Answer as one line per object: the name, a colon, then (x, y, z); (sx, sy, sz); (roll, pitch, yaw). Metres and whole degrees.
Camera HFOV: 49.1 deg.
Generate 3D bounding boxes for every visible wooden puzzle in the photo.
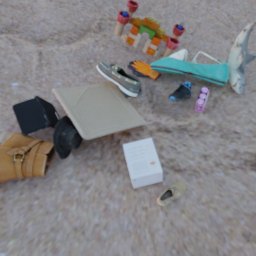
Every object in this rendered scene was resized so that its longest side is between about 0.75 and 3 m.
wooden puzzle: (-0.954, -0.620, 9.348); (2.544, 0.474, 2.353); (-11, 50, -36)

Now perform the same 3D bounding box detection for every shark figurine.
shark figurine: (4.425, -2.885, 10.317); (1.218, 2.918, 1.744); (1, 33, -19)

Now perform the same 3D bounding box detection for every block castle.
block castle: (0.892, -4.047, 11.274); (2.650, 1.243, 1.771); (27, 46, -2)

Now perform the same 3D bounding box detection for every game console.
game console: (-2.952, -0.302, 9.322); (0.820, 1.240, 1.410); (-40, 58, 10)

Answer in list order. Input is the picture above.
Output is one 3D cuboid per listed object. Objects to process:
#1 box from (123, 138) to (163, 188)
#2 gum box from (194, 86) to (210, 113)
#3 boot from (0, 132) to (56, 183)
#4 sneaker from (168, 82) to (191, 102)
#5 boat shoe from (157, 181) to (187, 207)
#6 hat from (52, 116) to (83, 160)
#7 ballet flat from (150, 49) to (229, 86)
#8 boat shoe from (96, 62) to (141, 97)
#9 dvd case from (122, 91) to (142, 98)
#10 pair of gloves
box: (0.428, 1.042, 8.336); (0.919, 0.642, 1.206); (-13, 55, -2)
gum box: (2.637, -0.998, 9.993); (0.284, 0.488, 0.860); (17, 55, 18)
boot: (-3.389, 1.236, 8.076); (2.039, 0.971, 2.635); (11, 56, 4)
sneaker: (1.820, -1.279, 9.857); (0.502, 0.562, 1.371); (17, 25, 29)
boat shoe: (1.286, 1.840, 7.979); (1.068, 0.344, 0.380); (-34, 60, -23)
hat: (-1.698, 0.271, 8.467); (0.568, 1.408, 1.408); (-1, 52, 15)
ballet flat: (2.341, -2.397, 10.581); (2.947, 0.992, 1.037); (14, 99, 9)
boat shoe: (-0.321, -1.842, 9.859); (1.923, 0.575, 0.687); (40, 27, 21)
dvd case: (0.079, -1.544, 10.668); (0.661, 0.071, 0.889); (-12, 53, -9)
pair of gloves: (0.277, -2.052, 10.905); (1.487, 0.206, 1.670); (35, 58, 25)
